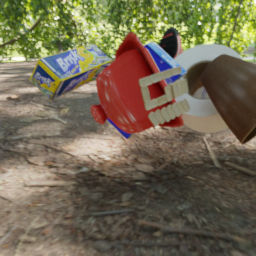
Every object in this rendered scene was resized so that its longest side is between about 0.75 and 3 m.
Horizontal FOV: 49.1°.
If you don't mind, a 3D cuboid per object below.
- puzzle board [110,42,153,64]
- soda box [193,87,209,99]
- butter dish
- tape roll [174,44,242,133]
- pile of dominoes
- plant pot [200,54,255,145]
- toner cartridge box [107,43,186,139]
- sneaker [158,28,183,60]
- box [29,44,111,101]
[{"bbox_3d":[0.374,-2.531,11.773,1.971,1.485,0.171,-23,24,2],"label":"puzzle board"},{"bbox_3d":[3.148,-1.944,12.100,0.881,2.581,0.819,-6,40,-16],"label":"soda box"},{"bbox_3d":[-0.105,-0.741,7.213,1.846,2.491,2.497,-33,8,-11],"label":"butter dish"},{"bbox_3d":[2.645,-1.252,9.394,2.537,2.537,1.742,10,-14,25],"label":"tape roll"},{"bbox_3d":[0.740,-0.640,5.701,1.299,1.013,0.207,-24,19,-35],"label":"pile of dominoes"},{"bbox_3d":[2.943,-0.947,7.309,1.901,1.901,2.034,-18,58,-41],"label":"plant pot"},{"bbox_3d":[0.374,-1.097,8.944,1.389,2.923,0.631,45,34,7],"label":"toner cartridge box"},{"bbox_3d":[1.995,-2.838,11.802,0.962,2.611,1.132,0,12,40],"label":"sneaker"},{"bbox_3d":[-1.783,-1.923,9.213,0.997,0.915,2.846,44,37,4],"label":"box"}]
